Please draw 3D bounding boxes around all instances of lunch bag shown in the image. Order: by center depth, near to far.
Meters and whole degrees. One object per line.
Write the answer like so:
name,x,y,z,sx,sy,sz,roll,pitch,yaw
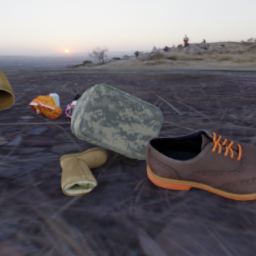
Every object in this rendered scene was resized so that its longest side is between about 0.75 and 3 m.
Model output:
lunch bag,-0.425,-0.141,7.147,2.062,1.437,1.730,21,-9,-19

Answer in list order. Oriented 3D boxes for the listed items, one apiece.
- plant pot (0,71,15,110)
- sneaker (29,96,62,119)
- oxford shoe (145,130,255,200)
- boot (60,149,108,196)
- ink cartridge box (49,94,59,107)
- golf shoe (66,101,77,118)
plant pot,-6.089,-1.871,12.942,1.491,1.491,1.600,-6,55,-20
sneaker,-3.392,-0.993,11.758,2.333,0.851,0.900,20,61,47
oxford shoe,1.746,0.622,5.205,2.928,1.062,1.042,-2,46,12
boot,-0.865,0.927,5.977,1.174,0.444,1.341,-13,19,-15
ink cartridge box,-3.738,-1.392,14.207,0.336,0.574,0.794,-7,17,-25
golf shoe,-2.101,-0.800,11.377,1.021,0.840,2.232,-3,12,-24
